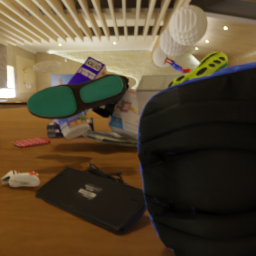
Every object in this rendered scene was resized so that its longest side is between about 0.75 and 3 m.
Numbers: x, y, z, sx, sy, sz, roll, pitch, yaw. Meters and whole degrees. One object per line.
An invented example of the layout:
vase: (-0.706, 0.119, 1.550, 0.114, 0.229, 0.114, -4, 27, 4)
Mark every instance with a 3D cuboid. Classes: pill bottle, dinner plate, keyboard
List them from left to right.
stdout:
dinner plate: (-2.704, -2.076, 9.285, 0.931, 0.113, 0.931, -3, 38, 2)
pill bottle: (-1.840, -0.484, 8.637, 0.826, 1.474, 0.826, -25, -13, -6)
keyboard: (-0.583, 1.265, 5.175, 2.372, 0.470, 1.235, 9, 35, 41)

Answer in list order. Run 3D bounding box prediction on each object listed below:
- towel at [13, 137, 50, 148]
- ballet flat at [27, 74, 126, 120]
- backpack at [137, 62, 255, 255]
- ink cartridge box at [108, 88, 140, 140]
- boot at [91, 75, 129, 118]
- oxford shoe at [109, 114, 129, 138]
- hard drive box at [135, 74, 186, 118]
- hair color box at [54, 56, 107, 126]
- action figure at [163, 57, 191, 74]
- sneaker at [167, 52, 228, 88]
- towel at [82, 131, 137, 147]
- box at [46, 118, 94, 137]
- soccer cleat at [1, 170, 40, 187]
towel: (-3.618, 0.558, 10.545, 1.160, 0.130, 0.839, -9, 14, -41)
ballet flat: (-1.360, -0.795, 7.789, 2.732, 0.998, 0.998, -14, 8, 1)
backpack: (1.768, 0.472, 3.490, 2.992, 2.431, 2.510, -10, -4, 19)
ink cartridge box: (0.168, -0.544, 10.265, 1.206, 1.668, 0.706, 17, -20, 17)
boot: (-0.626, -1.158, 10.419, 0.666, 1.465, 1.743, 32, -14, -16)
oxford shoe: (0.472, -0.175, 10.894, 2.978, 1.114, 1.049, -1, 46, 33)
hard drive box: (1.828, -0.487, 8.753, 2.833, 2.208, 1.088, 2, 36, 16)
hair color box: (-1.781, -1.219, 10.528, 0.841, 2.594, 1.418, 28, -18, 12)
action figure: (1.708, -1.937, 9.642, 1.128, 0.559, 0.368, 26, 49, 1)
sneaker: (1.468, -0.915, 5.951, 1.576, 0.659, 0.584, -35, 42, 11)
towel: (-0.551, 0.369, 10.083, 1.783, 0.308, 1.716, 10, 1, -34)
box: (-2.617, -0.058, 13.170, 2.017, 0.614, 2.502, -4, 9, -6)
soccer cleat: (-2.286, 1.120, 5.973, 0.982, 0.337, 0.418, 4, 21, 32)
